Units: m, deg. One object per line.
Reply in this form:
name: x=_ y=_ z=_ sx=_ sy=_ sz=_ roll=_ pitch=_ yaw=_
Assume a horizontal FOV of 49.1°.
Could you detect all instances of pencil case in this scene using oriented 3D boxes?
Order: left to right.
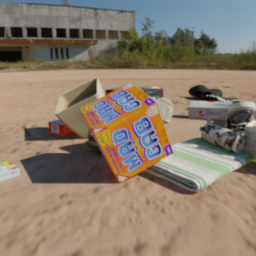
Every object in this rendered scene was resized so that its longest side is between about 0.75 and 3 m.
pencil case: x=2.949 y=0.263 z=8.672 sx=0.613 sy=0.705 sz=1.576 roll=-22 pitch=24 yaw=-22

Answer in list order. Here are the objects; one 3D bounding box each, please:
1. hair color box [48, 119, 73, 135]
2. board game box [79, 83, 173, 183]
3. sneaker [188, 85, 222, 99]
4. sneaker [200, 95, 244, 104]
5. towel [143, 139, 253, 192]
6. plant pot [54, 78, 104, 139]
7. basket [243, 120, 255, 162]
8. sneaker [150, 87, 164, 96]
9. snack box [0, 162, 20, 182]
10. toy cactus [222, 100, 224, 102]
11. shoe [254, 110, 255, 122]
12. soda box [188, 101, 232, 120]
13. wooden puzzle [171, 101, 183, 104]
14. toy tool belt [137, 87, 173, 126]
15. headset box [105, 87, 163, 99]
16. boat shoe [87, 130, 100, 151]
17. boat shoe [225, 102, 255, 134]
hair color box: x=-2.480 y=-0.132 z=11.697 sx=0.822 sy=0.474 sz=1.483 roll=11 pitch=20 yaw=34
board game box: x=-0.066 y=0.069 z=7.375 sx=1.623 sy=1.622 sz=1.624 roll=-28 pitch=33 yaw=-8
sneaker: x=5.018 y=-2.341 z=18.899 sx=1.132 sy=0.947 sz=2.494 roll=-19 pitch=22 yaw=-37
sneaker: x=5.255 y=-1.314 z=15.381 sx=2.544 sy=0.846 sz=1.151 roll=12 pitch=16 yaw=26
towel: x=1.957 y=0.976 z=8.040 sx=2.914 sy=0.447 sz=2.174 roll=-11 pitch=21 yaw=-42
plant pot: x=-1.561 y=-0.643 z=10.639 sx=1.705 sy=1.511 sz=1.707 roll=-25 pitch=30 yaw=8
basket: x=4.383 y=0.422 z=8.501 sx=1.380 sy=1.110 sz=1.368 roll=12 pitch=19 yaw=38
sneaker: x=1.305 y=-1.871 z=17.580 sx=2.707 sy=0.998 sz=1.174 roll=-11 pitch=35 yaw=-29
snack box: x=-3.422 y=1.192 z=7.346 sx=0.651 sy=0.242 sz=0.915 roll=13 pitch=20 yaw=39
toy cactus: x=5.064 y=-0.856 z=14.163 sx=1.419 sy=0.726 sz=1.171 roll=12 pitch=28 yaw=12
shoe: x=4.729 y=-0.187 z=7.701 sx=2.306 sy=0.824 sz=1.049 roll=6 pitch=-4 yaw=28
soda box: x=3.960 y=-0.862 z=13.571 sx=2.019 sy=0.640 sz=0.689 roll=4 pitch=33 yaw=20
wooden puzzle: x=2.998 y=-1.633 z=17.736 sx=1.059 sy=0.124 sz=0.714 roll=7 pitch=17 yaw=21
toy tool belt: x=0.767 y=-0.812 z=12.103 sx=2.248 sy=1.404 sz=1.382 roll=23 pitch=-10 yaw=-1
headset box: x=0.462 y=-1.504 z=15.196 sx=2.628 sy=1.219 sz=2.288 roll=8 pitch=17 yaw=27
boat shoe: x=-0.109 y=0.069 z=9.603 sx=2.795 sy=1.032 sz=1.057 roll=-8 pitch=9 yaw=-37
boat shoe: x=3.648 y=-0.079 z=9.143 sx=0.840 sy=1.043 sz=2.250 roll=-1 pitch=-13 yaw=16
